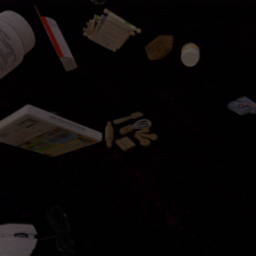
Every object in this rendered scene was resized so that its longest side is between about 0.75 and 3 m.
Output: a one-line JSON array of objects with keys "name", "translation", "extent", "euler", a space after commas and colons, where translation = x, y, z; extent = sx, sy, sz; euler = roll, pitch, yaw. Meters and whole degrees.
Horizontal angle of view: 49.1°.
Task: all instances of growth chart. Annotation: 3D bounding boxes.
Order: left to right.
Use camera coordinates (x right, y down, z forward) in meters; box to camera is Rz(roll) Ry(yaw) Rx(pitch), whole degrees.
[{"name": "growth chart", "translation": [-0.821, -3.964, 11.600], "extent": [1.839, 0.225, 2.541], "euler": [28, -18, -21]}]

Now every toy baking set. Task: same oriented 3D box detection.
[{"name": "toy baking set", "translation": [0.044, 0.130, 10.209], "extent": [1.820, 0.276, 2.372], "euler": [-2, 33, -8]}]

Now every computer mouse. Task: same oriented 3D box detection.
[{"name": "computer mouse", "translation": [-2.529, 2.494, 6.166], "extent": [2.533, 0.556, 1.389], "euler": [-10, 35, -16]}]

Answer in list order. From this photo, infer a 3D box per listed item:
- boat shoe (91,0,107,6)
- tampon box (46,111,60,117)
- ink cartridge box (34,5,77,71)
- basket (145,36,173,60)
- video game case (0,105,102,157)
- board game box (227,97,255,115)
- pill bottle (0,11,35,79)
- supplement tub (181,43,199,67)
[{"name": "boat shoe", "translation": [-1.095, -4.765, 10.382], "extent": [0.501, 0.471, 1.394], "euler": [26, 20, -5]}, {"name": "tampon box", "translation": [-2.978, -0.153, 10.319], "extent": [0.671, 0.565, 0.895], "euler": [9, 33, 14]}, {"name": "ink cartridge box", "translation": [-2.741, -3.446, 10.890], "extent": [0.658, 1.874, 2.306], "euler": [-25, -7, -10]}, {"name": "basket", "translation": [1.534, -3.652, 12.974], "extent": [0.877, 0.840, 1.177], "euler": [-16, -6, -40]}, {"name": "video game case", "translation": [-1.920, 0.166, 6.310], "extent": [2.004, 1.824, 0.229], "euler": [-19, 59, 40]}, {"name": "board game box", "translation": [4.905, -0.877, 11.696], "extent": [1.023, 0.316, 1.022], "euler": [-17, 35, -25]}, {"name": "pill bottle", "translation": [-2.964, -1.567, 5.862], "extent": [1.139, 1.139, 2.010], "euler": [14, 48, 21]}, {"name": "supplement tub", "translation": [2.316, -2.717, 10.458], "extent": [0.663, 0.663, 0.912], "euler": [6, 34, 9]}]
